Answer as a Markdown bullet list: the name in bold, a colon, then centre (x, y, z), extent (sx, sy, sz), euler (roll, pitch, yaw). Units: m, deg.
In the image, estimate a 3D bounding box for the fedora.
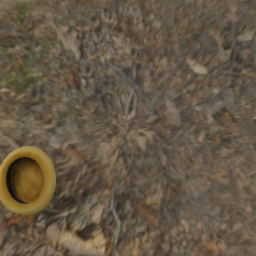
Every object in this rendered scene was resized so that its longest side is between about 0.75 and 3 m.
- **fedora**: centre (-2.626, 1.414, 7.569), extent (1.807, 0.737, 1.807), euler (-3, 77, 12)
